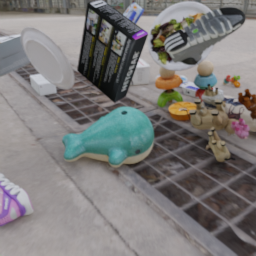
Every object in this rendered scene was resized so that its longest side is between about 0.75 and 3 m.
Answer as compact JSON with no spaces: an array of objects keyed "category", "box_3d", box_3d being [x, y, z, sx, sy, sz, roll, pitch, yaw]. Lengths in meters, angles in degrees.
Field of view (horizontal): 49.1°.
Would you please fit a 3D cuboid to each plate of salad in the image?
[{"category":"plate of salad","box_3d":[-1.767,-1.560,6.302,1.592,1.592,0.382,19,54,33]},{"category":"plate of salad","box_3d":[2.043,-3.674,11.044,2.850,2.850,0.685,15,1,26]}]

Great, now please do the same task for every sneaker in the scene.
[{"category":"sneaker","box_3d":[-3.288,1.643,6.749,2.145,0.863,0.948,21,42,33]},{"category":"sneaker","box_3d":[2.260,-2.525,14.933,1.760,0.632,0.638,7,36,20]},{"category":"sneaker","box_3d":[2.132,-2.421,7.794,2.154,1.244,0.808,-19,64,14]}]

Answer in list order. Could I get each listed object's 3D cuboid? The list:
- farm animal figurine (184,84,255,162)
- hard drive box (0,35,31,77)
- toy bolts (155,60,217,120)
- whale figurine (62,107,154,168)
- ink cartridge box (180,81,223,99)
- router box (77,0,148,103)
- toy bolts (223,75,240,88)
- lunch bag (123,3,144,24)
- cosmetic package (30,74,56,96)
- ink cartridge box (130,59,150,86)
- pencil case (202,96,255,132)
[{"category":"farm animal figurine","box_3d":[3.062,-0.102,9.324,2.533,1.321,2.506,-46,42,-18]},{"category":"hard drive box","box_3d":[-3.853,-1.921,7.725,2.023,0.777,1.576,6,34,34]},{"category":"toy bolts","box_3d":[2.572,-1.746,11.756,2.600,1.803,2.484,-12,30,-3]},{"category":"whale figurine","box_3d":[-0.614,0.204,8.592,2.843,1.475,2.262,-8,38,-10]},{"category":"ink cartridge box","box_3d":[3.514,-1.795,13.757,0.999,0.394,2.008,-25,38,-38]},{"category":"router box","box_3d":[-0.634,-2.348,8.961,1.954,2.619,0.669,42,52,16]},{"category":"toy bolts","box_3d":[5.525,-2.415,15.034,0.843,0.584,0.805,4,67,-13]},{"category":"lunch bag","box_3d":[-0.058,-3.461,9.391,0.515,1.363,1.092,31,2,-20]},{"category":"cosmetic package","box_3d":[-4.375,-2.242,14.361,0.863,0.606,1.701,-15,31,-27]},{"category":"ink cartridge box","box_3d":[-0.266,-3.053,15.437,2.515,1.042,1.846,-7,28,-14]},{"category":"pencil case","box_3d":[4.088,-0.468,10.434,2.912,1.302,1.133,17,60,30]}]
